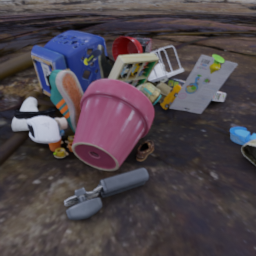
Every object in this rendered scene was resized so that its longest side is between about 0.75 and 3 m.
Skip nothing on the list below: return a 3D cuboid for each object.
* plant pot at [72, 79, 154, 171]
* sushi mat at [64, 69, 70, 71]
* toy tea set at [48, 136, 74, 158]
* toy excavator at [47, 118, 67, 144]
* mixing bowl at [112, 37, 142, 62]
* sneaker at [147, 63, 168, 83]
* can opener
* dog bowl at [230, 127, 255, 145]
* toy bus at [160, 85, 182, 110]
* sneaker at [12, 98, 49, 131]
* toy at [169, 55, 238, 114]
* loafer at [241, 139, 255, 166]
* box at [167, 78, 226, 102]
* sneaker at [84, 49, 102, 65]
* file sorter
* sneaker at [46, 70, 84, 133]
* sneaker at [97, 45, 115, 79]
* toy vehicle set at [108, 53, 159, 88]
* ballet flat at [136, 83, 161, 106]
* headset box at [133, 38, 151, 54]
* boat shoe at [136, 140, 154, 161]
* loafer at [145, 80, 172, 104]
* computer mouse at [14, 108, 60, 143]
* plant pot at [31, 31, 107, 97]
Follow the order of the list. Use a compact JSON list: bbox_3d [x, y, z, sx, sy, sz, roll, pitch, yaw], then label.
[{"bbox_3d":[-0.611,0.055,8.778,2.396,2.396,2.144,11,57,19],"label":"plant pot"},{"bbox_3d":[-2.372,-1.414,10.502,0.090,1.494,0.715,9,21,13],"label":"sushi mat"},{"bbox_3d":[-2.055,0.446,9.797,1.570,0.581,0.934,-22,35,-38],"label":"toy tea set"},{"bbox_3d":[-2.599,-0.037,9.924,0.666,1.333,1.297,-23,50,-32],"label":"toy excavator"},{"bbox_3d":[0.072,-3.058,11.187,1.301,1.301,0.705,19,37,30],"label":"mixing bowl"},{"bbox_3d":[1.964,-3.130,16.280,1.086,0.692,1.880,17,43,24],"label":"sneaker"},{"bbox_3d":[-0.507,1.814,7.581,2.445,0.652,0.818,-13,64,-23],"label":"can opener"},{"bbox_3d":[4.393,0.390,10.200,1.401,0.347,0.781,22,36,33],"label":"dog bowl"},{"bbox_3d":[1.982,-1.335,12.480,0.469,1.197,0.390,19,28,-42],"label":"toy bus"},{"bbox_3d":[-3.806,-0.531,11.539,1.199,0.765,2.075,3,39,1],"label":"sneaker"},{"bbox_3d":[2.830,-1.746,11.050,1.553,2.697,0.637,8,50,-18],"label":"toy"},{"bbox_3d":[4.351,1.093,8.440,0.846,0.937,2.478,-9,21,-13],"label":"loafer"},{"bbox_3d":[3.308,-1.854,13.702,2.528,0.439,1.391,27,19,39],"label":"box"},{"bbox_3d":[-1.271,-2.550,10.100,0.751,0.278,0.309,-37,2,7],"label":"sneaker"},{"bbox_3d":[1.292,-3.102,14.363,2.336,1.455,1.621,-11,13,43],"label":"file sorter"},{"bbox_3d":[-2.088,-0.868,9.996,1.066,2.668,0.952,16,44,37],"label":"sneaker"},{"bbox_3d":[-0.787,-2.785,11.762,0.907,1.707,0.638,-8,54,-3],"label":"sneaker"},{"bbox_3d":[-0.104,-1.657,10.775,1.706,2.745,0.364,-16,62,-37],"label":"toy vehicle set"},{"bbox_3d":[0.577,-1.192,10.826,0.946,0.946,2.677,-4,-2,-7],"label":"ballet flat"},{"bbox_3d":[0.567,-5.987,20.941,2.043,1.060,2.745,8,32,13],"label":"headset box"},{"bbox_3d":[0.615,0.695,9.598,0.405,0.404,1.150,13,31,18],"label":"boat shoe"},{"bbox_3d":[1.598,-1.698,13.277,2.645,0.892,1.005,12,31,10],"label":"loafer"},{"bbox_3d":[-2.769,-0.199,8.994,1.392,0.557,2.539,0,19,-30],"label":"computer mouse"},{"bbox_3d":[-2.794,-2.795,13.419,2.603,2.895,2.895,-30,41,-31],"label":"plant pot"}]
